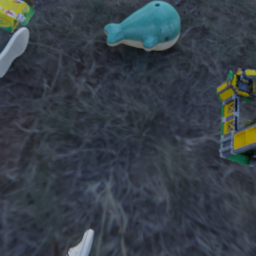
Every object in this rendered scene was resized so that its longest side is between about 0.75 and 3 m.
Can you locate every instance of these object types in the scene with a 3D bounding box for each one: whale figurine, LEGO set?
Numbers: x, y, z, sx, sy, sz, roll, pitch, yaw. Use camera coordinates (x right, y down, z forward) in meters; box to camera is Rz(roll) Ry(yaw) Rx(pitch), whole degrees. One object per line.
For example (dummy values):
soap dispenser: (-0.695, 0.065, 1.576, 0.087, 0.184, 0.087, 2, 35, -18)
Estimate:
whale figurine: (0.530, -3.788, 10.323, 2.821, 1.464, 2.244, -7, 53, -5)
LEGO set: (2.501, -0.107, 4.250, 2.242, 1.299, 1.724, 26, 65, -12)

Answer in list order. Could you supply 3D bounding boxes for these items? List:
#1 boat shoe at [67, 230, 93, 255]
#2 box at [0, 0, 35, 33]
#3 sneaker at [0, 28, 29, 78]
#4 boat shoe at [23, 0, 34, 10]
boat shoe: (-1.117, 2.767, 6.013, 0.429, 0.436, 1.229, 15, 61, 8)
box: (-2.516, -2.276, 5.216, 1.362, 0.329, 0.799, 19, 41, -15)
sneaker: (-4.570, -2.886, 10.012, 1.192, 0.850, 2.404, 18, 59, 7)
boat shoe: (-2.968, -3.753, 8.265, 0.276, 0.259, 0.768, -17, 75, -13)
